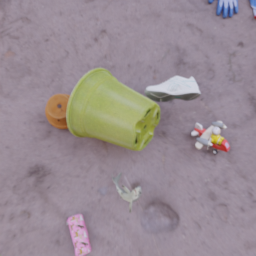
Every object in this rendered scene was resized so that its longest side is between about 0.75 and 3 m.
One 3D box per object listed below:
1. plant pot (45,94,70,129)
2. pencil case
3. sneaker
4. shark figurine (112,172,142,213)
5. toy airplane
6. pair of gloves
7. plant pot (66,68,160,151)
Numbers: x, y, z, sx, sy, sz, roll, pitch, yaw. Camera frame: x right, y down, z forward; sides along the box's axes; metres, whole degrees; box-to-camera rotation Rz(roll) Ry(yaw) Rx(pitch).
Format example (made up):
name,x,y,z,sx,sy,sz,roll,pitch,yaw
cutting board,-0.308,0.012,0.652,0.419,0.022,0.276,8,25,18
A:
name,x,y,z,sx,sy,sz,roll,pitch,yaw
plant pot,-2.240,-0.634,9.425,1.214,0.849,1.214,1,79,-4
pencil case,-1.529,3.337,8.693,0.539,0.516,1.246,-19,75,-3
sneaker,1.328,-1.209,8.626,1.730,0.608,0.693,-2,68,-11
shark figurine,0.054,1.978,8.676,0.650,1.557,0.930,-7,103,-32
toy airplane,2.755,0.213,9.380,1.220,0.865,1.226,4,55,-10
pair of gloves,4.716,-5.440,11.543,2.780,0.317,2.235,6,72,1
plant pot,-0.287,-0.389,8.569,2.149,2.337,2.337,24,73,25
